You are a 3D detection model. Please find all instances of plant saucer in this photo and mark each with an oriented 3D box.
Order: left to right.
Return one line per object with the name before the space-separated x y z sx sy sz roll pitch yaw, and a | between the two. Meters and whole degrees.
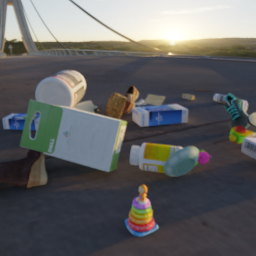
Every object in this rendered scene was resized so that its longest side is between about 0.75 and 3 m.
plant saucer | 1.544 1.016 7.827 1.152 1.152 0.222 -9 41 -25

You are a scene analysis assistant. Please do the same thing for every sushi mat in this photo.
sushi mat | 1.224 -1.305 13.091 1.091 0.522 0.066 16 -17 45

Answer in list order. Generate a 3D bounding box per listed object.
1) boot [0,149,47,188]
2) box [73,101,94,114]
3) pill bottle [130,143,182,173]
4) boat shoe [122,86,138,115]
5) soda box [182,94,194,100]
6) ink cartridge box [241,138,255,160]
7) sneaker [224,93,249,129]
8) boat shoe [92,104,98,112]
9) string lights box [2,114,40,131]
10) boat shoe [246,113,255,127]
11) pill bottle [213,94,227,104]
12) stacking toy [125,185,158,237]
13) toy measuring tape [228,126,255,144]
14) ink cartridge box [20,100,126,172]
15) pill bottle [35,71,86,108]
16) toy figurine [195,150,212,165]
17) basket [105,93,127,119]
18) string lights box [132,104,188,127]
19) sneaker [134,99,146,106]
boot | -3.169 1.021 7.919 1.506 0.655 1.811 9 20 -30
box | -2.388 -0.683 12.982 0.641 0.771 1.876 -5 13 31
pill bottle | 0.826 0.883 8.222 1.486 0.812 0.812 6 20 10
boat shoe | -0.003 -1.464 14.561 0.696 0.660 1.839 -4 47 25
soda box | 3.731 -1.925 17.401 0.252 0.267 0.787 -16 24 -38
ink cartridge box | 4.938 0.824 8.555 2.247 0.641 1.827 -4 20 -25
sneaker | 4.514 -0.672 11.925 1.059 0.901 2.322 36 34 -13
boat shoe | -1.837 -1.018 14.726 0.332 0.312 0.923 -43 30 -15
string lights box | -4.477 -0.259 12.274 1.676 0.494 0.861 2 19 7
boat shoe | 4.697 -0.231 10.279 1.536 0.552 0.519 -1 -15 -44
pill bottle | 5.492 -1.711 16.414 0.510 0.510 0.881 -15 25 -37
stacking toy | 0.285 1.676 5.884 0.582 1.061 0.616 -11 25 -31
toy measuring tape | 4.166 0.181 10.038 1.746 0.642 0.642 -12 23 -32
ink cartridge box | -1.627 0.194 8.413 2.874 1.492 0.852 14 3 11
pill bottle | -2.688 -1.577 11.777 1.524 1.524 2.631 2 20 5
toy figurine | 2.214 0.889 8.429 0.806 0.605 0.742 -4 2 -20
basket | -0.697 -1.117 13.598 0.799 1.120 0.834 16 10 -30
string lights box | 1.451 -0.607 12.937 2.281 0.673 1.172 -6 18 -16
sneaker | 0.670 -1.465 15.969 0.820 0.355 0.307 -15 25 -33
